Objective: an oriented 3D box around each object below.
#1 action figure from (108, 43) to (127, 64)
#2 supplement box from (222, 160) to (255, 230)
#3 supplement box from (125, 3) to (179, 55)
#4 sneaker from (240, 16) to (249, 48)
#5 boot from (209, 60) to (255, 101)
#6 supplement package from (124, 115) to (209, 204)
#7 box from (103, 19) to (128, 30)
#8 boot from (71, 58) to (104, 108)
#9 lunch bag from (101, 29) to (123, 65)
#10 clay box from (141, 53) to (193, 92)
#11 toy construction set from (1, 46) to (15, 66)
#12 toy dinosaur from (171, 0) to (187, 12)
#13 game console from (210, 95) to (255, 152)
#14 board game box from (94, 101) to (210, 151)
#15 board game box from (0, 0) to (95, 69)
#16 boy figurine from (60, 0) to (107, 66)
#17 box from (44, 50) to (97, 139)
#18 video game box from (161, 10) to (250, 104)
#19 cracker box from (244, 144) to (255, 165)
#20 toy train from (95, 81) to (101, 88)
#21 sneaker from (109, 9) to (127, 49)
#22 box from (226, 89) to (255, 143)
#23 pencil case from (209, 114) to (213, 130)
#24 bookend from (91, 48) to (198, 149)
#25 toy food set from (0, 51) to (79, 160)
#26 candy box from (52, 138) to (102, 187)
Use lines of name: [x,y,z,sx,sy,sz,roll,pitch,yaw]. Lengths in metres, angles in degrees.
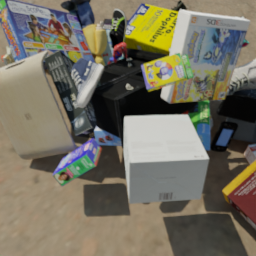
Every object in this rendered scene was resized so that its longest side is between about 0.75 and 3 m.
action figure: [-0.269,-2.073,7.992,0.442,1.351,0.349,-27,85,-17]
supplement box: [3.363,1.657,6.512,1.550,1.043,1.571,-42,56,-1]
supplement box: [1.225,-2.534,8.574,2.604,1.426,1.417,26,73,26]
sneaker: [2.977,-2.429,7.447,0.590,0.409,0.977,32,93,12]
boot: [3.070,-1.219,7.780,1.143,0.879,2.391,-41,18,-33]
supplement package: [0.599,0.537,5.230,1.307,1.005,1.367,-2,34,-4]
box: [-0.312,-3.732,12.110,1.997,0.504,2.793,5,52,5]
boot: [-1.035,-1.015,6.202,0.617,0.497,1.366,21,46,-3]
lunch bag: [-0.268,-2.720,10.549,2.200,1.769,0.907,9,8,11]
clay box: [0.743,-1.078,5.361,0.905,0.215,0.520,-16,80,14]
toy construction set: [-3.370,-2.588,10.814,2.687,1.238,1.762,3,47,-12]
toy dinosaur: [1.670,-3.614,10.425,1.320,1.754,2.585,47,24,-11]
game console: [2.807,-0.062,7.563,1.043,1.768,0.213,13,30,-4]
board game box: [0.753,-0.240,7.644,2.827,0.517,2.138,1,32,14]
board game box: [-2.363,-2.731,8.527,2.801,0.483,1.896,-16,84,-55]
boy figurine: [-1.517,-3.041,9.884,1.758,2.828,0.911,-9,8,31]
box: [-1.382,-0.848,8.080,0.505,1.859,2.321,-25,81,9]
video game box: [1.637,-1.462,6.004,1.669,1.832,0.429,-6,31,-26]
cracker box: [4.147,1.151,7.736,1.115,0.480,1.665,-9,49,-7]
toy train: [-0.876,-1.342,10.078,1.234,0.526,0.703,-25,64,-24]
sneaker: [-0.306,-2.701,7.783,0.407,1.136,0.470,9,22,32]
box: [3.837,-0.535,8.533,1.512,1.091,2.037,11,35,18]
pencil case: [1.904,0.313,8.260,0.915,0.839,2.018,8,46,22]
bookend: [-0.057,-1.003,7.364,2.711,1.256,2.728,-30,37,-33]
toy food set: [-2.397,-0.444,7.435,1.936,2.699,0.815,-11,20,24]
candy box: [-1.192,0.810,6.710,1.037,0.399,0.877,-34,16,17]
